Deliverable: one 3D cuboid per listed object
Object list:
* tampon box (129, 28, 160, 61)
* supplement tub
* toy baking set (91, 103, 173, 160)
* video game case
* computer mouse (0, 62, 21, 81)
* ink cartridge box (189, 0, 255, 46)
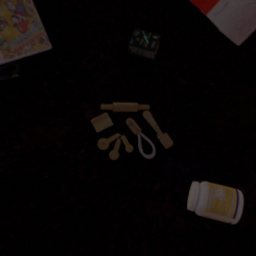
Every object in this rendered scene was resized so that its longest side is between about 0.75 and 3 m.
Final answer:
[{"bbox_3d":[0.539,-2.781,9.366,0.895,0.565,0.671,19,69,7],"label":"tampon box"},{"bbox_3d":[1.659,1.417,5.399,0.912,0.663,0.663,14,68,6],"label":"supplement tub"},{"bbox_3d":[0.084,0.063,8.402,2.372,0.276,1.820,-3,71,-1],"label":"toy baking set"},{"bbox_3d":[-3.081,-2.742,7.319,0.229,1.824,2.004,-8,21,34],"label":"video game case"},{"bbox_3d":[-4.406,-2.680,9.332,1.389,0.556,2.533,-14,69,-4],"label":"computer mouse"},{"bbox_3d":[2.764,-3.350,6.926,2.306,1.874,0.658,16,39,-40],"label":"ink cartridge box"}]
